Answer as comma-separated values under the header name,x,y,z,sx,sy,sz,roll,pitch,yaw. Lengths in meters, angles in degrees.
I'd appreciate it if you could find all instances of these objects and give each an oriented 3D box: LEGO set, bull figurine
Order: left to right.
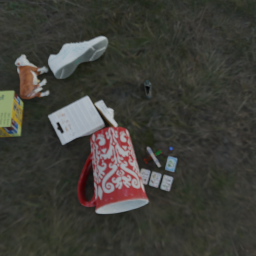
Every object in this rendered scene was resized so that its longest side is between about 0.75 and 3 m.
name,x,y,z,sx,sy,sz,roll,pitch,yaw
bull figurine,-4.212,-2.217,12.211,1.324,0.710,2.182,-9,68,-4
LEGO set,1.201,1.475,11.004,1.265,0.416,1.694,15,80,6

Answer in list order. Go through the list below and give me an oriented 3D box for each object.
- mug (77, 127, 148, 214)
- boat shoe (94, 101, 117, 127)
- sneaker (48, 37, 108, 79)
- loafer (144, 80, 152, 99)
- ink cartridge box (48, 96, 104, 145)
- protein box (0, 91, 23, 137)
name,x,y,z,sx,sy,sz,roll,pitch,yaw
mug,-0.745,1.550,10.139,2.446,1.838,2.755,-9,65,-6
boat shoe,-0.835,-0.607,11.674,0.495,0.505,1.428,-35,71,-13
sneaker,-2.269,-3.415,12.545,2.909,1.023,1.166,-33,69,-12
loafer,0.869,-1.734,12.227,0.324,0.284,0.902,-8,68,10
ink cartridge box,-2.134,-0.276,11.613,1.852,0.464,1.491,-29,71,-6
protein box,-5.274,-0.522,11.321,1.596,1.077,1.585,-3,68,-1
